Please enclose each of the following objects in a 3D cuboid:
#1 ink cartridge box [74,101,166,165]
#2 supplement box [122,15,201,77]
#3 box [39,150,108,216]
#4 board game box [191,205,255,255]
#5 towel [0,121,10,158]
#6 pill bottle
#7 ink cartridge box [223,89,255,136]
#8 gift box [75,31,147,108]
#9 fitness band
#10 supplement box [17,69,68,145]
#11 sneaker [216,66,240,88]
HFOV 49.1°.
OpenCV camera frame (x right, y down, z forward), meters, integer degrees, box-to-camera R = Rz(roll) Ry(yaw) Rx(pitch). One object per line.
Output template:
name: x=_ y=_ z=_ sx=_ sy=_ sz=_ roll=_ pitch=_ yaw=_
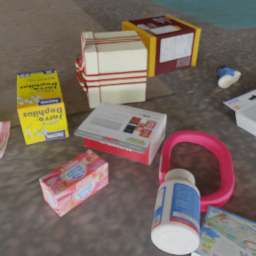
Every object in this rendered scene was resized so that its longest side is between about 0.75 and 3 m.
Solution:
ink cartridge box: x=-0.213 y=0.227 z=8.901 sx=2.327 sy=0.976 sz=2.043 roll=14 pitch=39 yaw=18
supplement box: x=1.564 y=-4.246 z=14.144 sx=2.842 sy=1.887 sz=2.803 roll=-17 pitch=40 yaw=-22
box: x=-1.381 y=1.420 z=7.433 sx=1.642 sy=0.842 sz=0.777 roll=-30 pitch=46 yaw=-35
board game box: x=2.593 y=2.688 z=6.115 sx=2.097 sy=0.359 sz=1.410 roll=18 pitch=40 yaw=22
towel: x=-5.266 y=0.471 z=9.087 sx=2.560 sy=0.383 sz=1.873 roll=-7 pitch=37 yaw=-9
pill bottle: x=1.136 y=1.817 z=6.423 sx=1.007 sy=1.007 sz=1.794 roll=8 pitch=37 yaw=10
ink cartridge box: x=5.441 y=-0.459 z=10.146 sx=2.904 sy=0.591 sz=2.910 roll=-20 pitch=41 yaw=-25
gift box: x=-0.810 y=-2.665 z=11.347 sx=2.655 sy=2.843 sz=2.623 roll=-8 pitch=32 yaw=-8
fitness band: x=1.957 y=1.127 z=8.144 sx=2.061 sy=0.537 sz=2.869 roll=9 pitch=38 yaw=7
supplement box: x=-3.065 y=-0.853 z=9.966 sx=1.427 sy=1.436 sz=2.623 roll=-11 pitch=39 yaw=-14
sneaker: x=4.268 y=-2.336 z=12.617 sx=1.656 sy=0.636 sz=0.921 roll=-27 pitch=50 yaw=-37
